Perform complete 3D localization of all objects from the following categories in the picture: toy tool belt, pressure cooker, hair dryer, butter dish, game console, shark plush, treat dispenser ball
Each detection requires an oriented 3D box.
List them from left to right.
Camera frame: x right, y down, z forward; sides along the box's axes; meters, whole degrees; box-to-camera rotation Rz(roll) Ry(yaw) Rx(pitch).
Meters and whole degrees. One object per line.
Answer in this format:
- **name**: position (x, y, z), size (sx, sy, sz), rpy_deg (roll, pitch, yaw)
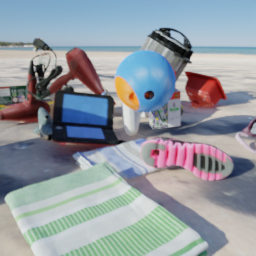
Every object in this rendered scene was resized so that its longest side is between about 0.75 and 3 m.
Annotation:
- **hair dryer**: position (-3.535, -1.220, 10.212), size (2.849, 2.170, 0.774), rpy_deg (-47, 46, -12)
- **shark plush**: position (-2.589, -0.055, 8.707), size (0.858, 0.787, 1.889), rpy_deg (-4, 18, -12)
- **hair dryer**: position (-1.955, -1.692, 9.159), size (2.598, 1.979, 0.706), rpy_deg (19, 29, 3)
- **game console**: position (-1.192, -0.292, 7.893), size (1.795, 1.065, 1.547), rpy_deg (4, 20, -16)
- **toy tool belt**: position (-1.148, -0.923, 11.364), size (1.143, 1.162, 1.861), rpy_deg (-34, 18, -1)
- **treat dispenser ball**: position (0.441, -1.204, 7.327), size (1.597, 1.597, 1.597), rpy_deg (0, 18, 0)
- **pressure cooker**: position (1.460, -2.857, 11.344), size (2.005, 2.279, 2.036), rpy_deg (28, 19, -7)
- **butter dish**: position (3.293, -1.528, 12.691), size (1.808, 1.336, 1.803), rpy_deg (24, -12, 41)

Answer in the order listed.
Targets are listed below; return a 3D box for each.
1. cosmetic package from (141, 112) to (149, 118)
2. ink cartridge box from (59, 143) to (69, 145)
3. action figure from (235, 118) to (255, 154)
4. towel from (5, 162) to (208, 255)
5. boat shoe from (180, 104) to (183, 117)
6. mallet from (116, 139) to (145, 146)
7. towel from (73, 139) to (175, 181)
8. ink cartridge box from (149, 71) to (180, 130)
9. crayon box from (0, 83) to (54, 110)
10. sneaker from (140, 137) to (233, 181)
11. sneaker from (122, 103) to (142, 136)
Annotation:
- **cosmetic package**: position (1.007, -1.131, 11.951), size (2.213, 0.898, 1.249), rpy_deg (-17, 24, -40)
- **ink cartridge box**: position (-1.658, 0.238, 8.515), size (0.819, 0.345, 0.593), rpy_deg (-2, 18, -8)
- **action figure**: position (4.269, 0.167, 8.162), size (1.475, 1.640, 2.202), rpy_deg (51, 20, 15)
- **towel**: position (-0.470, 1.441, 4.416), size (2.128, 0.326, 2.790), rpy_deg (-14, 28, -34)
- **boat shoe**: position (1.009, -1.312, 9.998), size (0.760, 2.523, 0.899), rpy_deg (-35, -1, -40)
- **mallet**: position (0.134, 0.412, 8.218), size (1.001, 0.206, 0.330), rpy_deg (-7, 5, -32)
- **towel**: position (-0.051, 0.772, 6.988), size (2.263, 0.269, 1.662), rpy_deg (-10, 21, -29)
- **ink cartridge box**: position (1.088, -0.816, 8.366), size (0.890, 1.634, 0.411), rpy_deg (-7, 23, -9)
- **crayon box**: position (-4.363, -1.289, 11.699), size (2.673, 0.779, 2.306), rpy_deg (-10, 5, -29)
- **sneaker**: position (1.378, 0.591, 6.569), size (2.081, 0.822, 0.993), rpy_deg (13, 15, 13)
- **sneaker**: position (0.365, -0.931, 8.896), size (1.062, 2.399, 0.903), rpy_deg (4, -15, -15)
